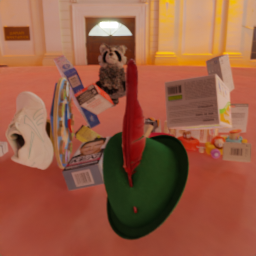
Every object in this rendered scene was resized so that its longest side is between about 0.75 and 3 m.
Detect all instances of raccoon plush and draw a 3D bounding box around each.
[{"bbox_3d":[-0.543,-1.386,7.432,0.892,1.235,1.843,5,-15,-19],"label":"raccoon plush"}]

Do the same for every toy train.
[{"bbox_3d":[2.827,0.339,9.347,2.365,0.658,1.776,-8,19,-23],"label":"toy train"}]

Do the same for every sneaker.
[{"bbox_3d":[-1.930,-0.053,5.310,0.696,0.611,1.736,17,42,-50],"label":"sneaker"},{"bbox_3d":[0.740,0.051,10.284,0.760,0.770,1.968,-3,7,-9],"label":"sneaker"},{"bbox_3d":[-1.564,0.170,10.061,0.752,0.324,0.302,-37,-10,0],"label":"sneaker"}]

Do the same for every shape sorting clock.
[{"bbox_3d":[-1.693,-0.125,7.539,0.477,2.430,2.430,-3,17,-6],"label":"shape sorting clock"}]

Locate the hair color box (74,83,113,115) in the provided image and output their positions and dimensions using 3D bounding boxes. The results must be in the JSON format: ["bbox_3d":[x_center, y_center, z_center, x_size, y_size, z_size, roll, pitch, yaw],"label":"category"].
[{"bbox_3d":[-0.732,-0.613,6.208,0.503,0.304,0.991,-31,-14,7],"label":"hair color box"}]

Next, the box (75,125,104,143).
[{"bbox_3d":[-1.070,0.380,8.671,1.146,0.287,0.431,29,57,9],"label":"box"}]

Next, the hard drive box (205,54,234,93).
[{"bbox_3d":[3.218,-1.828,9.766,0.496,1.291,1.006,-5,16,39],"label":"hard drive box"}]

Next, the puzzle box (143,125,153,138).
[{"bbox_3d":[0.290,0.181,7.060,0.110,0.573,0.862,31,-9,-19],"label":"puzzle box"}]

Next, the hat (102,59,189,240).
[{"bbox_3d":[-0.293,0.415,4.522,2.000,2.272,1.882,35,-6,-32],"label":"hat"}]

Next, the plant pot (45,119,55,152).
[{"bbox_3d":[-2.668,0.191,9.311,1.063,1.056,1.087,6,9,20],"label":"plant pot"}]

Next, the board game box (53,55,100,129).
[{"bbox_3d":[-1.772,-1.273,9.614,0.443,2.044,2.034,-28,35,-11],"label":"board game box"}]

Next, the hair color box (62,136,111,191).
[{"bbox_3d":[-0.942,0.860,7.287,0.914,0.560,1.846,-13,16,10],"label":"hair color box"}]

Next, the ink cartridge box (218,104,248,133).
[{"bbox_3d":[3.962,-0.445,11.065,1.332,1.170,0.559,1,17,-1],"label":"ink cartridge box"}]

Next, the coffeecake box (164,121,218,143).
[{"bbox_3d":[2.403,-0.012,10.492,1.808,0.661,1.388,7,18,22],"label":"coffeecake box"}]

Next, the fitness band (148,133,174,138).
[{"bbox_3d":[0.716,0.778,7.549,1.368,0.357,1.905,2,35,15],"label":"fitness band"}]

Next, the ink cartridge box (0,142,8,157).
[{"bbox_3d":[-4.178,0.715,8.636,0.594,0.335,0.809,1,17,4],"label":"ink cartridge box"}]

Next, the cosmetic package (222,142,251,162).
[{"bbox_3d":[2.866,0.649,7.342,0.668,0.472,1.291,2,-6,24],"label":"cosmetic package"}]

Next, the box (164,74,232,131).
[{"bbox_3d":[2.185,-0.623,8.322,1.426,1.285,2.535,-5,-4,26],"label":"box"}]
